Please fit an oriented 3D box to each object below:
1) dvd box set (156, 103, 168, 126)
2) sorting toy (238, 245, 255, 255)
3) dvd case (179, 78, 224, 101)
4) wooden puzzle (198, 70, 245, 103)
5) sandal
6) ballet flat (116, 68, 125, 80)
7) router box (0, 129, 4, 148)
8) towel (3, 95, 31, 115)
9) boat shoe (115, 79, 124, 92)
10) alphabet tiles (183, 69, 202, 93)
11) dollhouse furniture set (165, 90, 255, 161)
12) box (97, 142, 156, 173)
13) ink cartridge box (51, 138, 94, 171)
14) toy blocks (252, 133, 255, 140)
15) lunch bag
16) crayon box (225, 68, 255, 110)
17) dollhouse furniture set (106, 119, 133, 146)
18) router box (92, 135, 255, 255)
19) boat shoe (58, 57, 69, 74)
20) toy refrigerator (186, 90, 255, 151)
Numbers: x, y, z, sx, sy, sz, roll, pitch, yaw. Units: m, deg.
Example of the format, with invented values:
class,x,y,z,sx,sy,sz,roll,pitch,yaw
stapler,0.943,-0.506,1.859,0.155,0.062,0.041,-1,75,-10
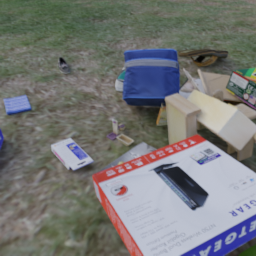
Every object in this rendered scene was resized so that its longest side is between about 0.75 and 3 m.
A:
class,x,y,z,sx,sy,sz,roll,pitch,yaw
dvd box set,1.351,-0.438,8.775,0.788,1.076,0.158,-6,60,-7
sorting toy,2.362,2.597,5.054,2.028,0.703,0.698,-19,68,-28
dvd case,2.743,-1.238,10.621,1.735,0.213,2.432,18,39,23
wooden puzzle,3.668,-1.481,10.504,2.040,0.380,1.887,11,37,-5
sandal,3.558,-3.245,13.037,2.888,0.788,1.180,-8,17,-38
ballet flat,0.149,-2.415,11.770,1.679,0.613,0.613,-39,45,-8
router box,-4.409,0.724,7.603,1.598,0.435,1.781,-8,36,-7
towel,-4.029,-0.853,10.146,0.833,0.137,1.150,-15,38,-21
boat shoe,0.192,-1.679,11.005,1.389,0.456,0.500,8,33,7
alphabet tiles,2.327,-1.311,9.376,0.110,1.500,1.468,-35,58,17
dollhouse furniture set,2.410,-0.308,7.783,2.487,1.618,2.284,-20,34,-14
box,0.305,1.172,7.014,1.400,0.427,1.768,29,44,35
ink cartridge box,-1.557,0.767,7.755,0.628,0.246,1.327,-22,38,-32
toy blocks,3.589,1.047,5.946,1.897,1.773,1.597,5,22,2
lunch bag,0.762,-1.630,9.166,1.740,1.694,2.561,2,-1,4
crayon box,5.245,-1.102,9.438,2.466,0.833,2.858,-13,42,-30
dollhouse furniture set,-0.123,0.055,8.422,0.880,0.625,0.698,29,45,33
router box,1.043,1.336,5.468,2.759,0.674,2.476,-19,32,-21
boat shoe,-2.977,-2.860,12.792,0.417,0.355,1.247,-14,37,-18
toy refrigerator,2.193,-0.304,7.031,0.798,0.736,2.103,34,9,-21
